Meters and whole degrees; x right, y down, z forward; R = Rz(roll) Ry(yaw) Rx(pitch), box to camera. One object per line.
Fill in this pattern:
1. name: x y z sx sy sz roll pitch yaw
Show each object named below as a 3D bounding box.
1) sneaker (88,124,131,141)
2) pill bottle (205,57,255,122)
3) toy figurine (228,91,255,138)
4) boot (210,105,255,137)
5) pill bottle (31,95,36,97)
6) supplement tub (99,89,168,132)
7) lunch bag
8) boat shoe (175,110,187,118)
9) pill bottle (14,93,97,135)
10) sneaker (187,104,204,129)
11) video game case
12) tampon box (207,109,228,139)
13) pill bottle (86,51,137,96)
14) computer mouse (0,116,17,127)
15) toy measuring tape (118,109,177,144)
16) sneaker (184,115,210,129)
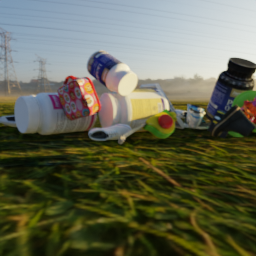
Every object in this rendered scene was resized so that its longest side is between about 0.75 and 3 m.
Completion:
1. sneaker: -0.604 0.222 9.315 1.454 0.531 0.515 -9 17 0
2. pill bottle: 4.627 -1.587 12.539 1.597 2.856 1.597 7 32 -5
3. toy figurine: 4.457 -0.906 9.362 2.362 1.773 2.174 -31 -22 -12
4. boot: 2.779 0.068 7.460 0.463 0.826 1.194 -29 -23 -31
5. pill bottle: -3.134 -0.738 12.647 2.678 1.487 1.487 -6 9 -40
6. supplement tub: 0.195 -0.678 11.172 2.390 1.737 1.737 -4 8 -26
7. lunch bag: -1.763 -1.064 9.566 0.685 1.474 1.673 -29 14 -37
8. boat shoe: 3.367 -0.878 17.612 1.457 0.536 0.476 -2 3 -3
9. pill bottle: -2.759 -0.559 10.835 2.792 1.583 1.583 -7 10 -42
10. sneaker: 2.696 -0.448 11.589 0.743 0.859 1.983 15 17 12
11. video game case: 1.507 -0.974 12.576 0.207 2.301 1.648 -40 19 -14
12. tampon box: 3.189 -0.147 9.584 0.651 0.549 0.869 28 33 14
13. pill bottle: -0.603 -2.031 10.408 1.101 1.101 1.902 -7 37 -45
14. computer mouse: -5.457 -0.268 12.871 2.580 0.566 1.415 -6 2 -2
15. toy measuring tape: 0.795 0.130 9.071 2.358 0.867 0.867 -30 23 -30
16. sneaker: 3.077 -0.300 12.451 1.463 0.667 0.567 7 12 44
